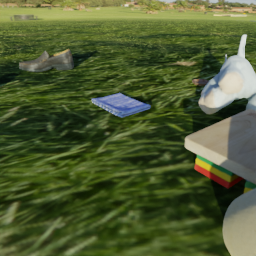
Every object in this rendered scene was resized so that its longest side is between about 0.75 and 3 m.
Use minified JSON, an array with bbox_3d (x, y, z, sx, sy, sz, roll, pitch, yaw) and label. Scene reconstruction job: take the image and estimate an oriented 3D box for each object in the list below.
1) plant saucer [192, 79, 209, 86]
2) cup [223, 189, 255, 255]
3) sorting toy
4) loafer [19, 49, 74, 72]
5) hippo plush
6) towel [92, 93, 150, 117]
[{"bbox_3d":[3.289,-2.055,12.675,0.760,0.131,0.760,0,25,0],"label":"plant saucer"},{"bbox_3d":[2.119,1.507,3.814,1.833,1.833,1.311,-16,5,-30],"label":"cup"},{"bbox_3d":[3.047,0.703,6.071,2.635,0.917,2.620,-19,32,-34],"label":"sorting toy"},{"bbox_3d":[-4.318,-3.575,14.786,2.792,1.009,1.016,-10,29,-18],"label":"loafer"},{"bbox_3d":[3.807,-1.120,9.264,2.158,2.137,2.683,33,53,-1],"label":"hippo plush"},{"bbox_3d":[-0.277,-0.899,10.174,1.381,0.227,1.907,-18,31,-34],"label":"towel"}]
